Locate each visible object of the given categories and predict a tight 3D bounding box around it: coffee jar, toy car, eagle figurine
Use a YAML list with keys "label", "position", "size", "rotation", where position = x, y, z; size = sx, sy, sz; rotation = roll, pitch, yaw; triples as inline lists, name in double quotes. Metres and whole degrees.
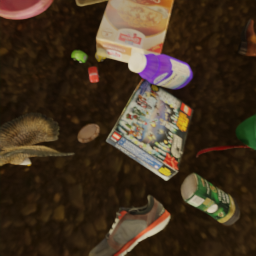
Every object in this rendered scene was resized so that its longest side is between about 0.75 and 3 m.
- label: "coffee jar"
  position: [2.336, 2.029, 7.897]
  size: [1.656, 0.864, 0.707]
  rotation: [33, 114, -14]
- label: "toy car"
  position: [-1.389, -2.361, 9.669]
  size: [1.276, 0.303, 1.356]
  rotation: [23, 77, 5]
- label: "eagle figurine"
  position: [-3.110, 0.627, 8.182]
  size: [2.471, 1.865, 1.875]
  rotation: [-32, 91, -5]

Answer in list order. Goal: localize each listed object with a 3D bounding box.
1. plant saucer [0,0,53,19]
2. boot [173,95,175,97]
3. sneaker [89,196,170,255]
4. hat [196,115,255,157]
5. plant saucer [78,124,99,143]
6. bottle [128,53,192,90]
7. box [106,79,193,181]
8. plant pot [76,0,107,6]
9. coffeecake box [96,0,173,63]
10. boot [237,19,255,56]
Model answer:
- label: "plant saucer"
  position: [-3.700, -5.111, 9.965]
  size: [2.930, 0.743, 2.930]
  rotation: [-2, 79, 8]
- label: "boot"
  position: [1.042, -0.712, 9.201]
  size: [1.119, 0.414, 0.917]
  rotation: [16, 78, -3]
- label: "sneaker"
  position: [-0.125, 2.791, 7.893]
  size: [2.568, 0.990, 1.052]
  rotation: [-33, 89, -3]
- label: "hat"
  position: [3.707, 0.249, 9.081]
  size: [2.148, 1.891, 1.779]
  rotation: [20, 69, -33]
- label: "plant saucer"
  position: [-1.268, 0.151, 8.853]
  size: [0.752, 0.752, 0.130]
  rotation: [-34, 56, -8]
- label: "bottle"
  position: [0.952, -1.678, 8.174]
  size: [0.916, 2.193, 0.716]
  rotation: [-35, 63, 37]
- label: "box"
  position: [0.748, -0.122, 7.852]
  size: [1.879, 0.547, 2.744]
  rotation: [34, 43, -7]
- label: "plant pot"
  position: [-0.821, -6.199, 9.278]
  size: [2.779, 2.775, 2.460]
  rotation: [-15, 80, -3]
- label: "coffeecake box"
  position: [0.278, -3.573, 9.467]
  size: [2.070, 0.985, 2.697]
  rotation: [14, 71, 1]
- label: "boot"
  position: [4.662, -3.028, 9.754]
  size: [1.404, 0.481, 1.321]
  rotation: [15, 76, 3]
